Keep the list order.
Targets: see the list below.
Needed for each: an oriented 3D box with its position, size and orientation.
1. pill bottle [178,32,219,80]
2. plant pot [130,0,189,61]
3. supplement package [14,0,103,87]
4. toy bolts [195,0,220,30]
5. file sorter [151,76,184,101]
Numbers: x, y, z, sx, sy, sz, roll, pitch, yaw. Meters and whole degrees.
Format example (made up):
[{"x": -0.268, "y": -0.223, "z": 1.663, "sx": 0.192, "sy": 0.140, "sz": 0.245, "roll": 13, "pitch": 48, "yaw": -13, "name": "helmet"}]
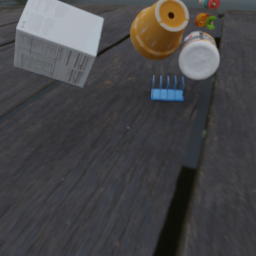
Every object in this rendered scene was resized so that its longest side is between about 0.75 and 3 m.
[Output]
[{"x": 2.771, "y": -2.974, "z": 11.134, "sx": 1.467, "sy": 1.467, "sz": 2.521, "roll": 6, "pitch": 31, "yaw": 9, "name": "pill bottle"}, {"x": 1.247, "y": -3.719, "z": 10.225, "sx": 1.974, "sy": 1.974, "sz": 1.807, "roll": -10, "pitch": -4, "yaw": -15, "name": "plant pot"}, {"x": -2.003, "y": -2.477, "z": 8.118, "sx": 2.065, "sy": 1.556, "sz": 1.567, "roll": 16, "pitch": 59, "yaw": -16, "name": "supplement package"}, {"x": 2.855, "y": -4.444, "z": 10.736, "sx": 1.077, "sy": 1.128, "sz": 0.782, "roll": -12, "pitch": 39, "yaw": -30, "name": "toy bolts"}, {"x": 1.740, "y": -1.773, "z": 12.340, "sx": 1.380, "sy": 0.846, "sz": 0.957, "roll": 4, "pitch": 33, "yaw": 5, "name": "file sorter"}]
